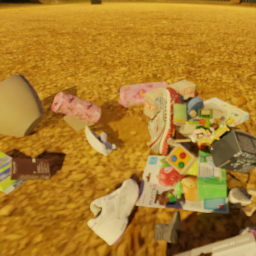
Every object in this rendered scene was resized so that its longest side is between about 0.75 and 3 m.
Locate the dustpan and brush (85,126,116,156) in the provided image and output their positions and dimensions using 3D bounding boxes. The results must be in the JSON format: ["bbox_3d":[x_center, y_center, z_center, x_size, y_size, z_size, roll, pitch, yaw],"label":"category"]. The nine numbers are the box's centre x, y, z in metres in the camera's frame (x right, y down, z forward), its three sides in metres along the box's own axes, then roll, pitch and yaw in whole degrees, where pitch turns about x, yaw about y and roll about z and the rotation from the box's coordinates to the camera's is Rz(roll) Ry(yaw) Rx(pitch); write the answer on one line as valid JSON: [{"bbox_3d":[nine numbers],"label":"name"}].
[{"bbox_3d":[-0.994,0.635,10.802,1.487,0.610,2.130,36,20,-19],"label":"dustpan and brush"}]

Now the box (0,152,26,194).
[{"bbox_3d":[-4.658,1.602,10.350,1.903,0.453,1.160,19,38,29],"label":"box"}]

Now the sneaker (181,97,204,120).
[{"bbox_3d":[2.212,-0.829,9.985,0.621,1.771,0.690,-26,75,-2],"label":"sneaker"}]

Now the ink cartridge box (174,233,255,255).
[{"bbox_3d":[1.799,3.582,5.597,2.459,1.031,2.158,-28,25,23],"label":"ink cartridge box"}]

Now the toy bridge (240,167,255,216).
[{"bbox_3d":[3.564,1.778,7.719,0.496,1.476,0.201,14,18,8],"label":"toy bridge"}]

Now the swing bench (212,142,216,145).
[{"bbox_3d":[4.009,0.530,11.948,0.777,0.504,0.773,-11,33,-19],"label":"swing bench"}]

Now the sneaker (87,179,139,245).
[{"bbox_3d":[-0.407,2.268,8.551,1.203,0.904,2.414,33,34,-3],"label":"sneaker"}]

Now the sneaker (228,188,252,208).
[{"bbox_3d":[3.393,2.268,8.609,1.574,0.646,0.588,19,23,-52],"label":"sneaker"}]

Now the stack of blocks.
[{"bbox_3d":[2.048,-1.248,13.803,2.631,1.515,0.771,-21,38,-29],"label":"stack of blocks"}]

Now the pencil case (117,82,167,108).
[{"bbox_3d":[0.838,-1.793,15.074,2.662,1.164,1.164,-11,34,-16],"label":"pencil case"}]

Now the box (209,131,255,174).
[{"bbox_3d":[3.445,0.790,8.681,1.407,1.045,0.753,15,50,-27],"label":"box"}]

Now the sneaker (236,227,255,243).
[{"bbox_3d":[3.159,3.149,7.544,1.924,0.849,0.783,-19,37,-27],"label":"sneaker"}]

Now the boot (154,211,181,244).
[{"bbox_3d":[0.957,2.408,6.925,0.578,0.307,0.879,-4,35,28],"label":"boot"}]

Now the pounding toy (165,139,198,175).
[{"bbox_3d":[1.688,0.766,9.200,1.156,1.015,0.529,43,12,27],"label":"pounding toy"}]

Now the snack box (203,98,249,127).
[{"bbox_3d":[4.779,-0.828,14.171,1.260,0.402,2.169,-20,38,-28],"label":"snack box"}]

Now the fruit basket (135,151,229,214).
[{"bbox_3d":[1.854,1.679,9.444,2.826,1.325,2.618,5,33,14],"label":"fruit basket"}]

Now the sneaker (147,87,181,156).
[{"bbox_3d":[1.287,-0.237,10.894,1.137,2.768,1.078,19,26,24],"label":"sneaker"}]

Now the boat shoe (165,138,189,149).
[{"bbox_3d":[1.840,0.621,10.630,1.001,0.350,0.331,15,-11,-27],"label":"boat shoe"}]

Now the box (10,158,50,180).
[{"bbox_3d":[-3.499,1.474,10.011,1.310,0.491,0.656,3,53,-26],"label":"box"}]

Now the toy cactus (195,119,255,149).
[{"bbox_3d":[3.685,0.380,10.883,2.264,1.403,2.744,15,5,21],"label":"toy cactus"}]

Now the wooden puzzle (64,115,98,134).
[{"bbox_3d":[-2.012,-0.318,11.599,1.055,1.563,0.183,-18,40,19],"label":"wooden puzzle"}]

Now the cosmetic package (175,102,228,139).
[{"bbox_3d":[3.358,-0.382,13.091,2.288,0.836,1.184,-19,37,-25],"label":"cosmetic package"}]

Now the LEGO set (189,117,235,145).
[{"bbox_3d":[2.569,0.039,8.802,1.499,0.558,0.690,-28,24,32],"label":"LEGO set"}]

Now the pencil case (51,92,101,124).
[{"bbox_3d":[-1.947,-0.727,10.651,1.853,0.802,0.767,21,-19,-35],"label":"pencil case"}]

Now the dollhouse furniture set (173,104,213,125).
[{"bbox_3d":[2.095,-0.417,9.058,1.342,0.671,0.518,-1,4,-34],"label":"dollhouse furniture set"}]

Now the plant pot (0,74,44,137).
[{"bbox_3d":[-4.857,-0.700,12.331,1.855,2.763,2.763,39,39,-2],"label":"plant pot"}]
